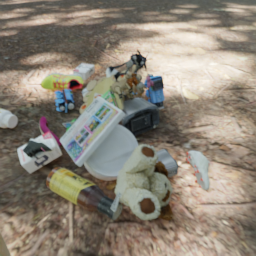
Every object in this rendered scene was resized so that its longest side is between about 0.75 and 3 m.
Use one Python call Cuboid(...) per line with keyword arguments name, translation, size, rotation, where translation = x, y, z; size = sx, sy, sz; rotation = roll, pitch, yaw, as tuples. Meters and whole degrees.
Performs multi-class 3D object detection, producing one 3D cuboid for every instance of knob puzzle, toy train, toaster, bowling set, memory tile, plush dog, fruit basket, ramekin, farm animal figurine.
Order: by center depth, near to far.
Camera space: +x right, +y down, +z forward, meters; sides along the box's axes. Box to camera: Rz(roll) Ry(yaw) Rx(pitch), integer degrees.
Cuboid(name="plush dog", translation=(0.578, 1.883, 8.667), size=(1.919, 1.793, 2.234), rotation=(23, 53, -33))
Cuboid(name="ramekin", translation=(-0.696, 0.922, 9.935), size=(2.060, 0.959, 2.060), rotation=(7, 58, -11))
Cuboid(name="toaster", translation=(1.206, 1.299, 10.157), size=(0.793, 0.698, 1.228), rotation=(-17, 42, -18))
Cuboid(name="fruit basket", translation=(-1.661, 0.106, 10.912), size=(1.399, 1.295, 0.656), rotation=(-3, 61, 33))
Cuboid(name="farm animal figurine", translation=(0.125, -1.802, 11.397), size=(1.645, 1.328, 0.827), rotation=(-7, 65, -58))
Cuboid(name="knob puzzle", translation=(-0.950, -1.035, 12.086), size=(0.345, 2.486, 2.486), rotation=(8, 21, -48))
Cuboid(name="toaster", translation=(0.227, -0.475, 12.206), size=(2.126, 1.208, 1.373), rotation=(-22, 38, -22))
Cuboid(name="toy train", translation=(1.220, -1.574, 12.633), size=(0.738, 1.703, 0.973), rotation=(-15, 17, -13))
Cuboid(name="memory tile", translation=(-1.109, -1.631, 12.923), size=(2.660, 0.223, 2.038), rotation=(-10, 53, 37))
Cuboid(name="toy train", translation=(-3.139, -1.359, 13.866), size=(0.899, 0.682, 1.573), rotation=(-5, 36, -17))
Cuboid(name="bowling set", translation=(0.952, -2.216, 14.159), size=(1.525, 1.177, 2.192), rotation=(-3, 58, -14))

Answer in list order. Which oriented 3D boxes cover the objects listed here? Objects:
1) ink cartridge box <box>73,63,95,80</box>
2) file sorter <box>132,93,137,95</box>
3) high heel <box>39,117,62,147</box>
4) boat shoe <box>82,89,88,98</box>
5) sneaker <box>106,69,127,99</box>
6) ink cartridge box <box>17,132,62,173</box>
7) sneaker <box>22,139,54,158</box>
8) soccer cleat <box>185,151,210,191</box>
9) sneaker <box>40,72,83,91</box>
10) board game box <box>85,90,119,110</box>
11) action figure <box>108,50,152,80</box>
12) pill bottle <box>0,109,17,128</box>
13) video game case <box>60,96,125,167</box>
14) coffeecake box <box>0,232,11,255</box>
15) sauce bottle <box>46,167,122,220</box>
Cuboid(name="ink cartridge box", translation=(-2.631, -3.371, 16.747), size=(0.871, 0.507, 1.196), rotation=(13, 36, 16))
Cuboid(name="file sorter", translation=(0.351, -2.170, 15.081), size=(0.852, 0.523, 0.591), rotation=(20, 40, 26))
Cuboid(name="high heel", translation=(-3.233, 0.166, 11.723), size=(0.842, 0.591, 1.752), rotation=(-11, 56, -8))
Cuboid(name="boat shoe", translation=(-1.245, -1.774, 14.467), size=(2.185, 0.775, 0.763), rotation=(-14, 62, -22))
Cuboid(name="sneaker", translation=(-0.811, -1.918, 13.970), size=(0.883, 1.351, 2.416), rotation=(12, 33, -27))
Cuboid(name="ink cartridge box", translation=(-3.318, 0.905, 10.475), size=(1.371, 0.578, 0.992), rotation=(-31, 43, -9))
Cuboid(name="sneaker", translation=(-3.167, 0.798, 9.795), size=(1.292, 0.457, 0.641), rotation=(9, 53, 35))
Cuboid(name="soccer cleat", translation=(2.654, 1.445, 10.033), size=(0.739, 0.660, 1.905), rotation=(-2, 33, -7))
Cuboid(name="sneaker", translation=(-3.510, -2.404, 15.095), size=(2.330, 0.911, 1.052), rotation=(-11, 40, -15))
Cuboid(name="board game box", translation=(-1.110, -0.699, 11.791), size=(0.241, 1.657, 1.115), rotation=(9, 56, -48))
Cuboid(name="action figure", translation=(0.147, -2.485, 11.443), size=(1.745, 1.037, 0.890), rotation=(-21, 40, 14))
Cuboid(name="pill bottle", translation=(-5.677, -0.443, 12.465), size=(1.431, 0.796, 0.796), rotation=(15, 39, 21))
Cuboid(name="video game case", translation=(-1.261, 0.026, 9.273), size=(2.136, 0.253, 1.945), rotation=(-49, 35, -3))
Cuboid(name="coffeecake box", translation=(-4.116, 2.929, 6.862), size=(2.499, 1.919, 0.913), rotation=(17, 39, 22))
Cuboid(name="sauce bottle", translation=(-1.409, 2.101, 8.964), size=(2.651, 0.875, 0.875), rotation=(21, 41, 23))
